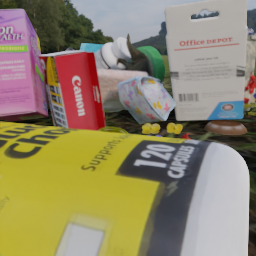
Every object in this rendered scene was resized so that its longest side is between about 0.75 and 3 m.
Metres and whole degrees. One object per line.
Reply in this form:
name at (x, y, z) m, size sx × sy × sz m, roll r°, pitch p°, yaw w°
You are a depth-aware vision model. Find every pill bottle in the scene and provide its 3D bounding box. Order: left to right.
pill bottle at (-0.671, 0.652, 1.625) m, size 2.459 × 1.377 × 1.377 m, roll 5°, pitch 14°, yaw 22°
pill bottle at (-0.697, -2.243, 9.690) m, size 1.916 × 1.067 × 1.067 m, roll -30°, pitch -8°, yaw 38°

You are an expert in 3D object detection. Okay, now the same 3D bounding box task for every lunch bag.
lunch bag at (0.423, -0.785, 7.147) m, size 1.068 × 1.259 × 0.801 m, roll -9°, pitch 40°, yaw 56°
lunch bag at (2.847, -1.726, 8.867) m, size 2.192 × 2.613 × 1.821 m, roll -2°, pitch 13°, yaw -4°

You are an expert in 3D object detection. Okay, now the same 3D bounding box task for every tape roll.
tape roll at (0.636, -2.049, 9.662) m, size 0.352 × 1.466 × 1.466 m, roll -21°, pitch 23°, yaw -31°

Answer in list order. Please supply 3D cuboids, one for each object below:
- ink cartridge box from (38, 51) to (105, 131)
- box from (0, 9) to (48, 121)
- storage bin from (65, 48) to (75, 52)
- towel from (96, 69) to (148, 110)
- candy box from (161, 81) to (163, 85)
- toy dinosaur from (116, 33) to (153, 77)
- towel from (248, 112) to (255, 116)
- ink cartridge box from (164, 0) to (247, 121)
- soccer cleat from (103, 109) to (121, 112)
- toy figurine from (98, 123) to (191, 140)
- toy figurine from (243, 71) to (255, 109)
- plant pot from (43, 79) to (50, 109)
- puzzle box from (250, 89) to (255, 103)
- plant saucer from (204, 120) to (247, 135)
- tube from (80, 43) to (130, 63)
ink cartridge box at (-1.256, -0.753, 6.269) m, size 0.766 × 1.827 × 1.604 m, roll -17°, pitch 20°, yaw -28°
box at (-2.831, -1.399, 7.051) m, size 1.122 × 2.321 × 2.042 m, roll -8°, pitch -1°, yaw -9°
storage bin at (-1.637, -1.616, 8.632) m, size 0.887 × 1.320 × 0.961 m, roll 11°, pitch 35°, yaw -50°
towel at (-0.344, -1.071, 8.219) m, size 1.651 × 1.577 × 0.266 m, roll 2°, pitch 54°, yaw -5°
candy box at (-0.009, -1.859, 11.871) m, size 2.861 × 1.102 × 2.419 m, roll 3°, pitch 5°, yaw 8°
toy dinosaur at (0.290, -1.665, 8.943) m, size 1.310 × 2.561 × 0.986 m, roll -7°, pitch 12°, yaw -7°
towel at (4.291, -0.420, 8.819) m, size 0.898 × 0.081 × 0.387 m, roll 11°, pitch 18°, yaw 39°
ink cartridge box at (1.914, -1.662, 6.832) m, size 1.724 × 2.973 × 1.008 m, roll -1°, pitch 38°, yaw 17°
soccer cleat at (-0.994, -0.793, 9.301) m, size 1.798 × 0.623 × 0.697 m, roll -2°, pitch 15°, yaw -22°
toy figurine at (0.172, 0.440, 4.649) m, size 1.544 × 0.814 × 0.925 m, roll -1°, pitch -15°, yaw -16°
toy figurine at (3.937, -0.841, 6.882) m, size 1.330 × 1.171 × 2.220 m, roll 20°, pitch -2°, yaw -6°
plant pot at (-2.906, -1.382, 9.670) m, size 1.942 × 1.942 × 1.685 m, roll 7°, pitch 32°, yaw 27°
puzzle box at (4.833, -1.593, 13.028) m, size 1.964 × 0.375 × 2.953 m, roll 6°, pitch 15°, yaw 23°
plant saucer at (2.442, -0.039, 7.027) m, size 1.022 × 0.187 × 1.022 m, roll 0°, pitch 13°, yaw 0°
tube at (-0.698, -2.842, 10.680) m, size 2.282 × 0.575 × 0.883 m, roll 8°, pitch 39°, yaw -7°
